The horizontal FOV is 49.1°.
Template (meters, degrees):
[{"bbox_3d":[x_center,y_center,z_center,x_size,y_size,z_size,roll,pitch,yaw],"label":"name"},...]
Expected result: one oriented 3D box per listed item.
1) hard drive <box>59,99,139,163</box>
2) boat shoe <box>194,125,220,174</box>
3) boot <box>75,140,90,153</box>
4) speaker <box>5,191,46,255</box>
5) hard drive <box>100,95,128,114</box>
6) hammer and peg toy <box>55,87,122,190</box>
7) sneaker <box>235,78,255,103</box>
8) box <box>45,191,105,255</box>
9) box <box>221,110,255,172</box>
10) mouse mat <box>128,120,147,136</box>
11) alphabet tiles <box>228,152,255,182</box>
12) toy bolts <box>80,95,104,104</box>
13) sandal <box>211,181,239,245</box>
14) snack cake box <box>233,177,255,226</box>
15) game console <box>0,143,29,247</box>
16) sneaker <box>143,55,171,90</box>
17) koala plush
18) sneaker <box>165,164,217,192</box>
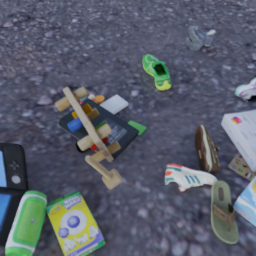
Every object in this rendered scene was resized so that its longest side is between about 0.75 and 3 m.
[{"bbox_3d":[-1.014,0.003,9.947,2.371,0.390,1.655,33,48,14],"label":"hard drive"},{"bbox_3d":[2.778,0.750,9.703,0.691,0.690,1.868,8,55,-9],"label":"boat shoe"},{"bbox_3d":[-1.370,0.659,9.919,0.767,0.346,0.936,-30,48,-27],"label":"boot"},{"bbox_3d":[-2.813,2.691,7.833,0.768,0.768,1.738,2,48,2],"label":"speaker"},{"bbox_3d":[-0.649,-0.889,11.432,1.115,0.149,0.736,-35,57,-26],"label":"hard drive"},{"bbox_3d":[-0.928,0.262,8.172,0.995,2.076,2.823,-32,67,-5],"label":"hammer and peg toy"},{"bbox_3d":[5.387,-1.470,11.718,1.516,0.589,1.060,-27,55,-11],"label":"sneaker"},{"bbox_3d":[-1.580,2.701,8.029,1.118,0.461,1.906,-23,51,-20],"label":"box"},{"bbox_3d":[5.269,0.248,10.054,2.965,0.610,2.312,-9,47,-11],"label":"box"},{"bbox_3d":[0.259,-0.001,10.652,0.779,0.029,0.627,24,42,21],"label":"mouse mat"},{"bbox_3d":[4.444,1.203,9.625,1.393,0.063,1.666,33,56,26],"label":"alphabet tiles"},{"bbox_3d":[-1.522,-1.240,11.299,0.975,0.676,0.931,12,48,24],"label":"toy bolts"},{"bbox_3d":[2.762,2.398,8.117,0.721,0.518,1.816,-1,64,-2],"label":"sandal"},{"bbox_3d":[4.489,2.472,7.942,1.418,0.829,2.466,-38,58,-27],"label":"snack cake box"},{"bbox_3d":[-4.565,1.802,8.096,2.831,2.489,1.647,3,20,2],"label":"game console"},{"bbox_3d":[1.330,-2.666,12.472,0.851,0.960,2.298,-16,49,-12],"label":"sneaker"},{"bbox_3d":[3.722,-4.459,14.101,1.228,1.089,1.129,-13,61,-11],"label":"koala plush"},{"bbox_3d":[1.967,1.709,8.935,1.682,0.592,0.786,16,75,4],"label":"sneaker"}]
